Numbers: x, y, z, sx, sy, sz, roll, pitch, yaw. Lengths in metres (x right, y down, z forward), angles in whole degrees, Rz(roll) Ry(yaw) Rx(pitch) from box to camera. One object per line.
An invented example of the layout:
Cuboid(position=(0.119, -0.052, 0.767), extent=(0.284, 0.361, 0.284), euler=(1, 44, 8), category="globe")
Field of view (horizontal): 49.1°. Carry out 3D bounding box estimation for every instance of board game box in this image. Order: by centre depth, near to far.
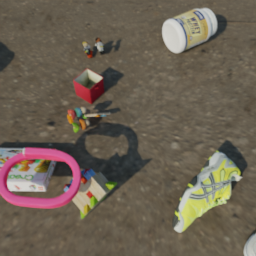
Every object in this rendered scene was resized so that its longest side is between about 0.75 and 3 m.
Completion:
Cuboid(position=(-3.555, 1.245, 8.559), extent=(2.446, 0.423, 1.544), euler=(0, 33, 0), category="board game box")

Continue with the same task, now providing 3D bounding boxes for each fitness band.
Cuboid(position=(-2.269, 1.282, 7.232), extent=(2.103, 0.394, 1.511), euler=(5, 60, -1), category="fitness band")

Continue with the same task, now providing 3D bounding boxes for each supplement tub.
Cuboid(position=(2.645, -4.225, 12.078), extent=(2.004, 1.447, 1.447), euler=(-28, 60, -17), category="supplement tub")

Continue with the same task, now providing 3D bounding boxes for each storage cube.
Cuboid(position=(-1.476, -1.565, 10.635), extent=(0.937, 0.842, 0.801), euler=(32, 61, 19), category="storage cube")

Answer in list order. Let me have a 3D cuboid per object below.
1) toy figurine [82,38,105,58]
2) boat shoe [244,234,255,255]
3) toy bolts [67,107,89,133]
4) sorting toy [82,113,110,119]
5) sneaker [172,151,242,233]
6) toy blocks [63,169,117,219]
Cuboid(position=(-1.446, -3.380, 11.749), extent=(0.882, 0.869, 0.614), euler=(-17, 92, 2), category="toy figurine")
Cuboid(position=(4.090, 2.981, 7.588), extent=(2.091, 0.730, 0.741), euler=(-21, 58, -14), category="boat shoe")
Cuboid(position=(-1.721, -0.392, 9.634), extent=(0.578, 0.834, 0.796), euler=(-23, 48, -21), category="toy bolts")
Cuboid(position=(-1.200, -0.442, 10.044), extent=(0.961, 0.141, 0.711), euler=(-1, 6, 42), category="sorting toy")
Cuboid(position=(2.324, 1.892, 8.133), extent=(1.103, 1.089, 2.888), euler=(34, 64, 22), category="sneaker")
Cuboid(position=(-1.172, 1.694, 7.944), extent=(1.068, 1.562, 0.780), euler=(47, 31, 12), category="toy blocks")
